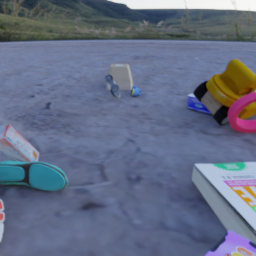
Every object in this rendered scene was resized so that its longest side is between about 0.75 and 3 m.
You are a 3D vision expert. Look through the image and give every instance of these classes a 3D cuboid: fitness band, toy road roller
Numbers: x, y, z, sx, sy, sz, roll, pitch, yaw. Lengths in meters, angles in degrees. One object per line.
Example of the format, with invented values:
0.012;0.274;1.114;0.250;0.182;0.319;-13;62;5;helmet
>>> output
4.582;-0.511;8.902;2.707;1.944;0.507;-3;61;1;fitness band
3.916;-1.385;10.062;2.685;1.960;1.650;-13;58;-37;toy road roller

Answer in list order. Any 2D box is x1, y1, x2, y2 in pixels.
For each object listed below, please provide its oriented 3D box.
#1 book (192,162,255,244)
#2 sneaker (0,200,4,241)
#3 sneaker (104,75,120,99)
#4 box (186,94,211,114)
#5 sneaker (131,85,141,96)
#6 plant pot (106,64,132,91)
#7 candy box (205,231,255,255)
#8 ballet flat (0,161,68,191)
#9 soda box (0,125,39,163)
2.647;1.519;5.637;1.787;0.643;2.675;-2;20;-11;book
-3.108;1.503;5.315;0.959;1.019;2.488;-8;44;-43;sneaker
-0.703;-1.934;13.462;0.489;0.571;1.312;-23;68;-4;sneaker
3.896;-1.259;12.388;1.690;0.589;2.839;19;27;40;box
0.411;-1.841;14.140;0.469;0.394;1.195;13;21;-5;sneaker
-0.464;-2.826;15.375;1.387;1.228;1.386;2;22;3;plant pot
1.235;2.542;2.381;2.878;1.030;2.414;-19;29;-40;candy box
-2.272;1.064;6.641;1.905;0.641;0.670;5;5;6;ballet flat
-2.768;0.493;6.915;0.457;1.337;0.425;-12;50;13;soda box
